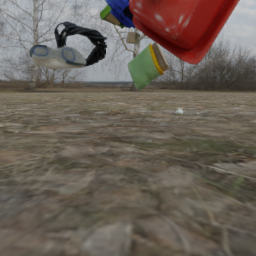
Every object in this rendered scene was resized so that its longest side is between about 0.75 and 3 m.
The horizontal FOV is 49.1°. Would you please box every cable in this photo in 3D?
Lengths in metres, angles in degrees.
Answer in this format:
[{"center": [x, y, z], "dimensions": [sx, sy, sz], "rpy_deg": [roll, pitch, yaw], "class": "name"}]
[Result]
[{"center": [-1.690, -3.003, 10.304], "dimensions": [1.859, 0.579, 2.278], "rpy_deg": [2, -22, -4], "class": "cable"}]

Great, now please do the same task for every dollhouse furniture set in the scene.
[{"center": [0.138, -2.921, 9.664], "dimensions": [1.474, 2.948, 1.138], "rpy_deg": [-31, -19, 33], "class": "dollhouse furniture set"}]

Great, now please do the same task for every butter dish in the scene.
[{"center": [0.890, -2.738, 5.659], "dimensions": [2.199, 2.205, 1.630], "rpy_deg": [43, 30, 25], "class": "butter dish"}]

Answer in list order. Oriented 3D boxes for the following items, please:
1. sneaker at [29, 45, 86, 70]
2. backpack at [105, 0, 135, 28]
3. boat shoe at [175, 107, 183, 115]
[{"center": [-2.251, -2.220, 9.084], "dimensions": [1.749, 0.652, 0.762], "rpy_deg": [9, -22, -10], "class": "sneaker"}, {"center": [-0.049, -3.406, 7.616], "dimensions": [1.186, 0.964, 0.995], "rpy_deg": [38, -39, -23], "class": "backpack"}, {"center": [2.337, -0.789, 12.937], "dimensions": [0.341, 0.312, 0.913], "rpy_deg": [0, 9, -2], "class": "boat shoe"}]
